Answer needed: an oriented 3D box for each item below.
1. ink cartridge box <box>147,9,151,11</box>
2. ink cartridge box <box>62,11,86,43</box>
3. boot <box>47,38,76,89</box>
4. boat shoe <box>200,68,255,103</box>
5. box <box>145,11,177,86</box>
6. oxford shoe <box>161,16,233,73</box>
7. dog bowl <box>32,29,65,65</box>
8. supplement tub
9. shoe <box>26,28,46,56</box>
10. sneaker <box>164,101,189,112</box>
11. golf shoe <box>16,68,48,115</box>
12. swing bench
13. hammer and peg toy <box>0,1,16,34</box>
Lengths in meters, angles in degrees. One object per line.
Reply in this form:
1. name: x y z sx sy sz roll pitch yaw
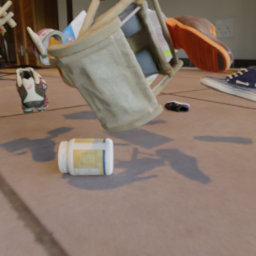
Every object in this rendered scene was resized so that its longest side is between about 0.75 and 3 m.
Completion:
1. ink cartridge box: 0.875 -3.804 10.635 1.471 1.065 0.618 13 23 -29
2. ink cartridge box: -1.769 -3.516 12.533 1.830 2.522 1.056 -53 20 -16
3. boot: -1.782 -1.853 7.974 0.480 1.364 0.977 -22 50 17
4. boat shoe: 3.573 -1.597 9.377 2.148 0.996 0.802 18 7 4
5. box: 0.292 -2.340 9.364 1.525 1.374 2.712 -23 -16 -37
6. oxford shoe: 1.699 -2.115 6.484 0.944 0.923 2.589 -25 43 -6
7. dog bowl: -2.812 -2.864 9.790 0.469 1.273 1.273 30 25 15
8. supplement tub: -1.096 0.770 7.458 1.342 0.971 0.971 0 16 0
9. shoe: -2.930 -2.765 8.911 0.252 0.943 0.330 -41 40 -22
10. sneaker: 2.569 -1.097 14.839 1.336 0.506 0.585 4 22 13
11. golf shoe: -2.868 -1.375 8.260 0.909 1.037 2.355 -16 38 -18
12. swing bench: -0.086 -1.562 6.387 1.578 2.419 2.432 1 50 33
13. hammer and peg toy: -3.698 -2.788 7.798 1.675 0.590 1.232 2 51 47
